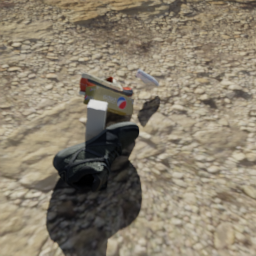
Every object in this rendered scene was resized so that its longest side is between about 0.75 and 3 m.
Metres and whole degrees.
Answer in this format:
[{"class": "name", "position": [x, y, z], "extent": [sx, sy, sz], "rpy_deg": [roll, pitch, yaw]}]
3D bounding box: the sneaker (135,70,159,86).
[{"class": "sneaker", "position": [0.788, -2.004, 11.711], "extent": [1.126, 0.399, 0.411], "rpy_deg": [29, 20, -21]}]

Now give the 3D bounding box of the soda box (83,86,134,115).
[{"class": "soda box", "position": [-0.644, -0.935, 9.893], "extent": [1.836, 0.622, 0.588], "rpy_deg": [15, -9, -43]}]

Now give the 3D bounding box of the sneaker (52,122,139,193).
[{"class": "sneaker", "position": [-0.626, 0.916, 8.313], "extent": [2.859, 1.093, 1.638], "rpy_deg": [-26, 49, -23]}]

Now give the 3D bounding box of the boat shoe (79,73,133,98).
[{"class": "boat shoe", "position": [-0.750, -1.574, 10.706], "extent": [2.558, 0.800, 0.910], "rpy_deg": [-1, 12, -43]}]

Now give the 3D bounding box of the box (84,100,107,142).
[{"class": "box", "position": [-1.053, -0.135, 9.084], "extent": [0.601, 1.462, 0.500], "rpy_deg": [11, 36, -1]}]
